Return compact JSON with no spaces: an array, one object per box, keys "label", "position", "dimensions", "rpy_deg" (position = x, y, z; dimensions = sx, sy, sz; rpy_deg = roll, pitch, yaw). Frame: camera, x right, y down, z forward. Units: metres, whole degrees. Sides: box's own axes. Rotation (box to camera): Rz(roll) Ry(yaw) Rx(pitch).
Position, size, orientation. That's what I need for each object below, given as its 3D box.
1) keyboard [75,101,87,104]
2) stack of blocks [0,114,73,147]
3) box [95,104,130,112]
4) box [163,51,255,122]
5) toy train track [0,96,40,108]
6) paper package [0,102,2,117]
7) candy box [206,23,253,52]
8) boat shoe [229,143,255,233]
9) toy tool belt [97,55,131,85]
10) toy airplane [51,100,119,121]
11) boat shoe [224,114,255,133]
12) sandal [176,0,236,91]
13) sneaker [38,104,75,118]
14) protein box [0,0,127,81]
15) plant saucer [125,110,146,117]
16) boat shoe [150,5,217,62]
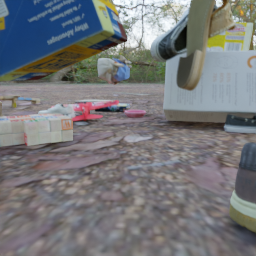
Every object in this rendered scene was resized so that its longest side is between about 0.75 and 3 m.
[{"label":"keyboard","position":[-2.175,-1.057,13.216],"dimensions":[0.561,0.214,1.078],"rpy_deg":[27,17,14]},{"label":"stack of blocks","position":[-2.268,0.039,6.335],"dimensions":[1.775,0.520,1.022],"rpy_deg":[-6,13,-30]},{"label":"box","position":[-0.644,-0.860,11.777],"dimensions":[1.306,0.246,0.892],"rpy_deg":[2,11,10]},{"label":"box","position":[2.593,-1.179,8.391],"dimensions":[2.896,1.801,1.411],"rpy_deg":[3,-10,12]},{"label":"toy train track","position":[-5.283,-1.180,13.120],"dimensions":[1.706,0.484,2.975],"rpy_deg":[-3,3,25]},{"label":"paper package","position":[-4.606,-0.451,8.406],"dimensions":[1.384,0.716,1.319],"rpy_deg":[-8,14,-33]},{"label":"candy box","position":[3.544,-3.550,11.192],"dimensions":[2.504,1.280,0.331],"rpy_deg":[11,5,21]},{"label":"boat shoe","position":[2.396,0.461,2.989],"dimensions":[2.879,0.946,1.029],"rpy_deg":[-4,11,-19]},{"label":"toy tool belt","position":[-0.327,-2.145,10.425],"dimensions":[1.037,1.054,1.687],"rpy_deg":[-3,3,26]},{"label":"toy airplane","position":[-1.473,-0.618,9.910],"dimensions":[2.524,0.464,2.524],"rpy_deg":[-5,12,1]},{"label":"boat shoe","position":[3.375,-0.121,7.349],"dimensions":[1.616,0.458,0.555],"rpy_deg":[1,11,5]},{"label":"sandal","position":[1.567,-1.818,5.205],"dimensions":[0.785,2.387,0.875],"rpy_deg":[12,4,-17]},{"label":"sneaker","position":[-2.447,-0.563,9.566],"dimensions":[1.275,0.517,0.479],"rpy_deg":[0,12,7]},{"label":"protein box","position":[-1.814,-2.654,5.805],"dimensions":[2.619,2.638,1.780],"rpy_deg":[-19,7,16]},{"label":"plant saucer","position":[0.253,-0.514,10.128],"dimensions":[0.761,0.193,0.761],"rpy_deg":[-1,10,0]},{"label":"boat shoe","position":[1.730,-2.509,7.327],"dimensions":[2.584,0.932,0.916],"rpy_deg":[-45,31,-22]}]
